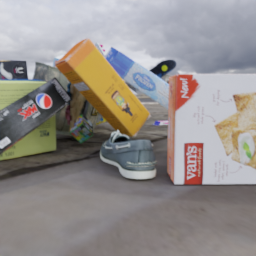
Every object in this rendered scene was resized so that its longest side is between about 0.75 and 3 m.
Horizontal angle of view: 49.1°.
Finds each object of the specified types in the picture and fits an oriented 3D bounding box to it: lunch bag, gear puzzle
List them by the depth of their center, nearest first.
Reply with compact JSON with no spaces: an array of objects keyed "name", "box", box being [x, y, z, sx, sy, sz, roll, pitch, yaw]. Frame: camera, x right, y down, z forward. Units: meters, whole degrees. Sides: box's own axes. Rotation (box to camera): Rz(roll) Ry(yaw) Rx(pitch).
[{"name":"gear puzzle","box":[-1.389,-1.145,7.730,0.327,1.295,2.500,7,31,0]},{"name":"lunch bag","box":[-1.915,-0.822,9.428,2.575,2.112,1.514,9,10,-40]}]

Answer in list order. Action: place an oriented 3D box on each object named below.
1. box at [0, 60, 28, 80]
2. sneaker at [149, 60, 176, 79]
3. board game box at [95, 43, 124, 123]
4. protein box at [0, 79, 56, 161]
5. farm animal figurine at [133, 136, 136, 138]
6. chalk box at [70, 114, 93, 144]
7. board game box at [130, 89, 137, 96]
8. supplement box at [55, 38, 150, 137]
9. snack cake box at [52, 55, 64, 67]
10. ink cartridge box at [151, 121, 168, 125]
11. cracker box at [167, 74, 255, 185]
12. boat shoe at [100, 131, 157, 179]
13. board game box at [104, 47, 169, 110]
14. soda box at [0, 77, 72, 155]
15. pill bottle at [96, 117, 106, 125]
[{"name":"box","box":[-3.907,-1.442,8.223,0.891,1.027,1.680,12,20,37]},{"name":"sneaker","box":[1.231,-2.136,10.562,1.416,0.467,0.555,-26,-10,30]},{"name":"board game box","box":[-1.114,-1.727,10.901,0.289,2.232,2.233,-4,52,-36]},{"name":"protein box","box":[-2.928,-0.284,7.109,1.795,1.809,1.220,-9,17,-42]},{"name":"farm animal figurine","box":[0.264,-0.253,9.439,0.484,0.928,0.918,2,31,0]},{"name":"chalk box","box":[-1.393,0.077,8.370,0.511,0.514,0.824,-34,30,13]},{"name":"board game box","box":[-0.576,-1.122,10.691,0.348,1.369,2.036,-1,32,-40]},{"name":"supplement box","box":[-0.529,-0.833,6.420,0.778,2.337,0.804,-51,25,-21]},{"name":"snack cake box","box":[-2.472,-1.649,10.511,0.669,1.991,1.145,17,21,-2]},{"name":"ink cartridge box","box":[1.762,-0.254,14.223,1.063,0.197,0.503,-6,9,-26]},{"name":"cracker box","box":[2.169,0.001,5.070,2.848,1.907,0.821,-1,7,0]},{"name":"boat shoe","box":[-0.049,0.445,6.147,0.898,0.762,2.465,-2,7,-18]},{"name":"board game box","box":[0.538,-1.311,7.937,2.563,0.559,2.576,32,12,-17]},{"name":"soda box","box":[-2.164,-0.234,5.866,0.738,0.660,2.086,-30,12,45]},{"name":"pill bottle","box":[-1.703,-0.643,12.101,2.192,1.228,1.228,-23,18,-29]}]
